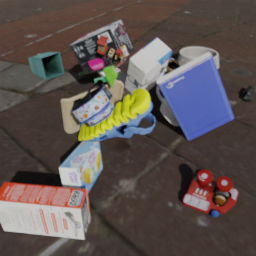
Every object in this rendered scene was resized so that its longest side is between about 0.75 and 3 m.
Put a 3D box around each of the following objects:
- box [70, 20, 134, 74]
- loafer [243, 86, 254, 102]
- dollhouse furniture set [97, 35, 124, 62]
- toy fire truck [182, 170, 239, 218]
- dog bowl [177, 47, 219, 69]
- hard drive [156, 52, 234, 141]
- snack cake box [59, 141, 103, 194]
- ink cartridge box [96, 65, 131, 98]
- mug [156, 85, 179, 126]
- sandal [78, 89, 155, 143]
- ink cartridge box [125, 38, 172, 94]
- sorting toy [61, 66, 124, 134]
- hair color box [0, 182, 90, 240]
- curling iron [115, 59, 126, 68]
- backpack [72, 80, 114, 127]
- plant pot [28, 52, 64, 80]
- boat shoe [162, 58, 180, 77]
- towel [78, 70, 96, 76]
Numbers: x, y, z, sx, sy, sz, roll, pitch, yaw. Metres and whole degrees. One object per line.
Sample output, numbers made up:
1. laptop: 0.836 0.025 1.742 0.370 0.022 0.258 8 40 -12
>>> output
1. box: -0.956 -2.998 10.393 1.884 1.245 1.081 -11 29 31
2. loafer: 5.233 -1.523 12.203 0.408 0.395 1.163 19 41 12
3. dollhouse furniture set: -0.561 -2.647 9.346 0.938 0.505 0.382 21 65 2
4. toy fire truck: 2.140 1.760 7.262 1.229 0.689 1.032 18 62 25
5. dog bowl: 3.811 -3.793 15.300 2.362 0.693 2.362 0 33 0
6. hard drive: 2.184 -0.854 8.810 1.710 2.591 0.329 -28 38 11
7. snack cake box: -1.194 1.066 7.411 0.523 0.896 1.558 1 23 14
8. ink cartridge box: -0.346 -1.836 11.318 0.638 1.083 1.881 -46 58 -3
9. mug: 1.818 -1.065 9.835 1.861 1.632 1.374 46 17 -1
10. sandal: -0.330 -0.042 8.810 2.964 1.290 1.178 -21 43 31
11. ink cartridge box: 0.615 -1.897 9.216 0.736 1.714 1.255 44 71 13
12. sorting toy: -1.108 -0.839 9.141 2.102 2.844 0.419 -21 63 -20
13. hair color box: -1.939 1.924 6.505 1.986 1.101 0.635 5 35 6
14. curling iron: -0.460 -3.581 15.419 0.377 0.194 1.521 14 37 21
15. backpack: -1.006 -0.586 7.841 1.251 0.964 1.192 -36 9 20
16. plant pot: -4.252 -3.201 14.116 1.554 1.098 1.098 18 37 37
17. boat shoe: 2.025 -2.830 13.443 0.936 0.938 2.591 -3 37 -32
18. towel: -1.707 -2.773 13.529 1.220 0.143 0.931 -6 17 35
